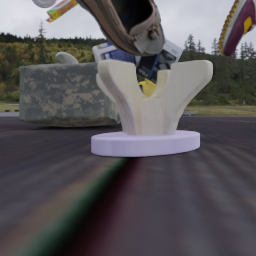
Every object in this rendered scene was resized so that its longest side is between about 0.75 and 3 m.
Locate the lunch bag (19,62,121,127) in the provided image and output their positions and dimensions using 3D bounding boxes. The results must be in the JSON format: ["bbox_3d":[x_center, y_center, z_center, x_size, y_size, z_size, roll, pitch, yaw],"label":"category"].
[{"bbox_3d":[-1.445,-0.832,8.230,2.358,1.690,2.875,-2,-5,4],"label":"lunch bag"}]

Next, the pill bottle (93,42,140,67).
[{"bbox_3d":[-0.191,-2.588,9.867,1.919,1.065,1.065,-18,5,-5],"label":"pill bottle"}]

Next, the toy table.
[{"bbox_3d":[0.239,-0.233,3.301,1.500,0.956,1.632,1,4,26],"label":"toy table"}]

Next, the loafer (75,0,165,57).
[{"bbox_3d":[-0.012,-1.930,4.624,0.861,0.984,2.738,23,-2,38],"label":"loafer"}]

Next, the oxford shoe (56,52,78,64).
[{"bbox_3d":[-2.267,-2.420,11.472,0.644,0.494,1.712,-28,-48,17],"label":"oxford shoe"}]

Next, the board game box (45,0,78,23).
[{"bbox_3d":[-1.580,-3.491,7.745,1.714,0.257,0.819,-39,34,-3],"label":"board game box"}]

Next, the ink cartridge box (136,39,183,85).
[{"bbox_3d":[0.934,-2.080,9.356,1.141,0.450,2.295,33,-22,7],"label":"ink cartridge box"}]

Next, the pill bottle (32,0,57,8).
[{"bbox_3d":[-2.561,-4.146,8.206,0.746,0.746,1.343,-2,46,-28],"label":"pill bottle"}]

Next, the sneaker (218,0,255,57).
[{"bbox_3d":[2.928,-2.666,6.157,1.132,2.512,0.941,23,15,4],"label":"sneaker"}]

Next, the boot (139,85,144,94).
[{"bbox_3d":[0.587,-0.995,10.069,0.648,1.250,1.914,7,28,42],"label":"boot"}]

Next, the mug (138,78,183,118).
[{"bbox_3d":[1.227,-1.131,11.675,1.839,1.794,2.240,14,-31,40],"label":"mug"}]
